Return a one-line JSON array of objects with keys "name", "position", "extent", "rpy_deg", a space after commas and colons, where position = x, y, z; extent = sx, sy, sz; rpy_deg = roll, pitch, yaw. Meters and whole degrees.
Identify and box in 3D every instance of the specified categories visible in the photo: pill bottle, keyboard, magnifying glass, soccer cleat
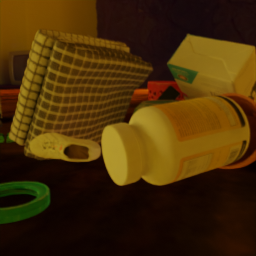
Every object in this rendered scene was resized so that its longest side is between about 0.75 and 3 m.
[{"name": "pill bottle", "position": [0.767, 0.209, 4.607], "extent": [2.245, 1.257, 1.257], "rpy_deg": [-11, 14, -26]}, {"name": "keyboard", "position": [1.331, -0.753, 10.274], "extent": [0.789, 1.515, 0.300], "rpy_deg": [48, 15, 28]}, {"name": "magnifying glass", "position": [-2.118, 0.994, 3.419], "extent": [2.266, 0.254, 0.902], "rpy_deg": [-6, 12, -26]}, {"name": "soccer cleat", "position": [-1.164, 0.352, 4.927], "extent": [1.372, 0.476, 0.532], "rpy_deg": [4, 7, 13]}]

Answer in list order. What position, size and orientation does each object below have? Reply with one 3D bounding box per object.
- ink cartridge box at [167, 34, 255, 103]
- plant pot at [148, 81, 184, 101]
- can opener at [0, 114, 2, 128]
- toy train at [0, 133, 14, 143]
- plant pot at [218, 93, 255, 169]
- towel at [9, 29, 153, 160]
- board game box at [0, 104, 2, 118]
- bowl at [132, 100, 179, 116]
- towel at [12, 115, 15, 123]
[{"name": "ink cartridge box", "position": [2.176, -0.851, 6.643], "extent": [1.550, 0.914, 2.693], "rpy_deg": [28, -11, 37]}, {"name": "plant pot", "position": [1.723, -1.352, 12.750], "extent": [1.668, 1.519, 1.668], "rpy_deg": [-1, 10, 0]}, {"name": "can opener", "position": [-3.969, -0.100, 7.703], "extent": [0.423, 0.525, 1.336], "rpy_deg": [-36, 5, 22]}, {"name": "toy train", "position": [-3.076, 0.267, 7.331], "extent": [0.837, 0.236, 0.175], "rpy_deg": [-4, 32, -21]}, {"name": "plant pot", "position": [2.129, 0.129, 5.506], "extent": [0.988, 1.411, 1.411], "rpy_deg": [14, -3, -44]}, {"name": "towel", "position": [-0.905, -0.702, 6.342], "extent": [1.277, 2.471, 2.984], "rpy_deg": [33, 25, 27]}, {"name": "board game box", "position": [-6.449, -0.800, 11.303], "extent": [1.547, 0.940, 1.940], "rpy_deg": [7, 13, 35]}, {"name": "bowl", "position": [0.928, -0.082, 6.880], "extent": [2.157, 1.128, 2.157], "rpy_deg": [-1, 10, 0]}, {"name": "towel", "position": [-3.149, -0.341, 10.100], "extent": [1.871, 0.464, 1.382], "rpy_deg": [-6, 13, -30]}]
